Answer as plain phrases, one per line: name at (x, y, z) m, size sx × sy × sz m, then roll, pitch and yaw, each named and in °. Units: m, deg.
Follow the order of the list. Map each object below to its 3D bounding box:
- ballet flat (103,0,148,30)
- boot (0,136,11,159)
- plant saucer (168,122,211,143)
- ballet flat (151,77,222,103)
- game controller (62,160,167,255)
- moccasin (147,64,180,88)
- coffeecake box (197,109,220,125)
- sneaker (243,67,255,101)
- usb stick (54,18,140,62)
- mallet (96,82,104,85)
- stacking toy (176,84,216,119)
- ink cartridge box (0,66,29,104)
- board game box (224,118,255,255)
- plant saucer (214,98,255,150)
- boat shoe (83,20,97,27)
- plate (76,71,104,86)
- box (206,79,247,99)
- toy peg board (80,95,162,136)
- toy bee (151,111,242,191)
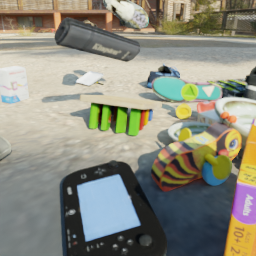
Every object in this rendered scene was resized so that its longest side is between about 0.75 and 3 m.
ballet flat at (-0.226, -4.168, 9.829) m, size 0.837 × 0.837 × 2.326 m, roll -15°, pitch 48°, yaw -32°
boot at (-3.899, 0.652, 5.364) m, size 2.248 × 0.897 × 2.472 m, roll 16°, pitch 31°, yaw 2°
plant saucer at (1.709, 0.261, 7.019) m, size 1.446 × 0.363 × 1.446 m, roll 1°, pitch 22°, yaw 0°
ballet flat at (2.166, -1.393, 10.641) m, size 2.647 × 0.915 × 0.942 m, roll 5°, pitch 4°, yaw -2°
game controller at (-0.346, 1.255, 4.376) m, size 1.283 × 0.518 × 2.460 m, roll -5°, pitch 22°, yaw -13°
moccasin at (1.790, -2.471, 13.044) m, size 1.043 × 0.884 × 2.592 m, roll 12°, pitch 25°, yaw 26°
coffeecake box at (2.737, -0.118, 7.813) m, size 0.974 × 0.464 × 1.269 m, roll -14°, pitch 26°, yaw -30°
sneaker at (5.491, -1.601, 9.868) m, size 2.966 × 1.659 × 1.084 m, roll -8°, pitch 23°, yaw -19°
usb stick at (-0.690, -2.210, 7.282) m, size 2.624 × 0.728 × 0.428 m, roll -1°, pitch 52°, yaw -49°
mallet at (-1.415, -2.172, 13.312) m, size 0.868 × 0.179 × 0.286 m, roll 22°, pitch 36°, yaw 35°
stacking toy at (2.169, -0.819, 8.806) m, size 1.227 × 1.110 × 0.518 m, roll 5°, pitch 11°, yaw 16°
ink cartridge box at (-4.303, -1.631, 10.516) m, size 0.521 × 1.232 × 0.890 m, roll 11°, pitch 25°, yaw 26°
board game box at (2.078, 1.107, 3.053) m, size 1.765 × 1.764 × 1.764 m, roll 11°, pitch 25°, yaw 25°
plant saucer at (3.262, 0.183, 6.328) m, size 2.853 × 0.716 × 2.853 m, roll 11°, pitch 26°, yaw -6°
boat shoe at (-1.429, -3.565, 10.495) m, size 0.800 × 0.787 × 2.148 m, roll 16°, pitch 30°, yaw -17°
plate at (-1.801, -2.310, 13.268) m, size 1.035 × 0.167 × 1.033 m, roll 20°, pitch 50°, yaw 40°
box at (4.518, -1.544, 11.351) m, size 1.932 × 0.475 × 2.001 m, roll -9°, pitch 24°, yaw -15°
toy peg board at (-0.183, -0.414, 8.313) m, size 1.894 × 0.927 × 1.887 m, roll 10°, pitch 9°, yaw 20°
toy bee at (1.612, 0.344, 5.571) m, size 2.443 × 1.328 × 1.599 m, roll -19°, pitch 28°, yaw -37°
